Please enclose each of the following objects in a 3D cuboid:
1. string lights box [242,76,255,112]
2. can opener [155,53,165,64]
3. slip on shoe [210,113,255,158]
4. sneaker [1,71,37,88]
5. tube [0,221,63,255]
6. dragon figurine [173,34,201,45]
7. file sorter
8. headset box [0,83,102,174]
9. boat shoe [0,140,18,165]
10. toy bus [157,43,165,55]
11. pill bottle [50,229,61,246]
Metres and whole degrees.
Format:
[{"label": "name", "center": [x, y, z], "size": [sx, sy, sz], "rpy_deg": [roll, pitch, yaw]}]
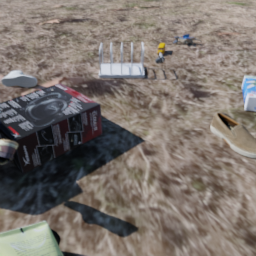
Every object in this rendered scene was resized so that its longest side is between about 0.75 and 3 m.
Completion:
[{"label": "string lights box", "center": [4.885, -1.277, 10.488], "size": [1.007, 0.578, 1.960], "rpy_deg": [8, 34, 13]}, {"label": "can opener", "center": [0.973, -2.151, 8.797], "size": [0.328, 0.262, 0.981], "rpy_deg": [-26, 5, 6]}, {"label": "slip on shoe", "center": [3.244, 0.182, 8.254], "size": [0.741, 0.590, 1.949], "rpy_deg": [-15, 36, -22]}, {"label": "sneaker", "center": [-4.464, -2.138, 11.842], "size": [1.513, 0.557, 0.874], "rpy_deg": [3, 36, 7]}, {"label": "tube", "center": [-0.970, 2.513, 3.942], "size": [0.699, 0.782, 2.694], "rpy_deg": [-34, 62, -15]}, {"label": "dragon figurine", "center": [3.524, -5.256, 16.657], "size": [1.685, 0.496, 0.838], "rpy_deg": [-14, 36, -18]}, {"label": "file sorter", "center": [-0.298, -3.120, 12.706], "size": [2.028, 1.262, 1.407], "rpy_deg": [0, 33, 0]}, {"label": "headset box", "center": [-2.384, -0.226, 8.374], "size": [2.961, 1.143, 2.203], "rpy_deg": [-28, 42, -37]}, {"label": "boat shoe", "center": [-2.512, 0.539, 5.581], "size": [0.429, 1.191, 0.386], "rpy_deg": [26, 61, -28]}, {"label": "toy bus", "center": [1.811, -4.275, 15.248], "size": [0.328, 0.394, 1.007], "rpy_deg": [7, 34, 11]}, {"label": "pill bottle", "center": [-1.639, 2.413, 4.673], "size": [0.784, 0.784, 1.402], "rpy_deg": [4, 33, 7]}]
